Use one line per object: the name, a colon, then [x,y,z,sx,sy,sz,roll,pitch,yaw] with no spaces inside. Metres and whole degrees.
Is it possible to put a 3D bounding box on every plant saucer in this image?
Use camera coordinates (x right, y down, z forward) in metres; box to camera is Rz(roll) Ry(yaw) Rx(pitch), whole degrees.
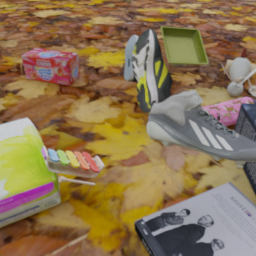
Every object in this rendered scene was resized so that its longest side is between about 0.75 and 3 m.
plant saucer: [1.694,-2.479,8.729,1.358,0.325,1.356,-2,68,-16]

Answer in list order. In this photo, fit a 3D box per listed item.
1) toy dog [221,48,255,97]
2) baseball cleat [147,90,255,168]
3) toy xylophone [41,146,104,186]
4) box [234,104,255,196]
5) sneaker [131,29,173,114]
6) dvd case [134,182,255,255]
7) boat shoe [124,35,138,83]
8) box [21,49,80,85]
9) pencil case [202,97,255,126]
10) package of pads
toy dog: [4.662,-2.378,11.526,1.767,1.291,2.680,1,34,1]
baseball cleat: [1.466,-0.044,5.243,2.262,1.204,0.789,11,17,12]
toy xylophone: [-1.199,0.838,6.210,1.444,0.363,1.057,12,16,-39]
box: [4.061,0.638,6.998,2.013,1.452,2.712,0,34,0]
sneaker: [0.827,-1.774,8.971,1.127,2.664,0.992,-1,-1,-33]
dvd case: [1.735,2.226,5.683,2.648,0.327,1.990,-15,37,-21]
boat shoe: [0.297,-2.320,9.641,0.714,1.572,0.556,7,0,-38]
box: [-3.306,-2.655,12.101,2.208,1.101,1.054,11,36,16]
pencil case: [3.082,-0.395,9.029,2.169,0.898,0.938,-12,-6,-16]
package of pads: [-3.093,0.990,6.864,2.308,1.019,2.988,-18,38,-24]
